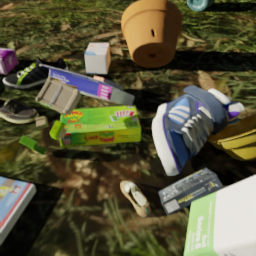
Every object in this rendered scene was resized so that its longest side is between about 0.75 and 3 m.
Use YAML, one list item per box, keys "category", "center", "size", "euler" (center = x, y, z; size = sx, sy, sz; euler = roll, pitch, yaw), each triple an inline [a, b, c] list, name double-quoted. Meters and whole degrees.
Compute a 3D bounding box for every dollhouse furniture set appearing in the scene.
- category: "dollhouse furniture set"
  center: [-1.896, -0.260, 6.961]
  size: [0.919, 0.710, 1.839]
  euler: [24, 76, 8]

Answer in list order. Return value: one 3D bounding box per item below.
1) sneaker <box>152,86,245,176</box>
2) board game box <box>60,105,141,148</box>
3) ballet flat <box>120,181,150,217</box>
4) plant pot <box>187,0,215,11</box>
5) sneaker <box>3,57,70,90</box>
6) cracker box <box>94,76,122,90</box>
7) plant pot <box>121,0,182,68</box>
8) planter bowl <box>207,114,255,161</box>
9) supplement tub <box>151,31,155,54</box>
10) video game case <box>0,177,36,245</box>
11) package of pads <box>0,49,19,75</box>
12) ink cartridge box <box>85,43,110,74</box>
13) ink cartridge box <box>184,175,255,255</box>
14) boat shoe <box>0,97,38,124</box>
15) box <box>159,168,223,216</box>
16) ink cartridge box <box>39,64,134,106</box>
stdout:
- category: "sneaker"
  center: [1.734, -0.114, 6.593]
  size: [2.037, 1.121, 2.782]
  euler: [-17, 24, 17]
- category: "board game box"
  center: [-0.783, -0.065, 7.783]
  size: [2.122, 0.505, 1.078]
  euler: [-4, 38, -5]
- category: "ballet flat"
  center: [0.159, 1.421, 5.996]
  size: [0.371, 0.344, 1.053]
  euler: [-20, 42, -25]
- category: "plant pot"
  center: [4.605, -8.346, 17.512]
  size: [1.971, 1.971, 1.852]
  euler: [19, 57, 23]
- category: "sneaker"
  center: [-3.260, -2.049, 9.961]
  size: [2.352, 0.974, 0.843]
  euler: [-13, 40, -17]
- category: "cracker box"
  center: [-0.686, -1.447, 9.255]
  size: [0.825, 0.238, 0.553]
  euler: [15, 6, -43]
- category: "plant pot"
  center: [0.909, -3.441, 10.758]
  size: [2.365, 2.365, 1.656]
  euler: [1, 69, 1]
- category: "planter bowl"
  center: [2.876, 0.278, 6.652]
  size: [1.826, 0.760, 1.826]
  euler: [-24, 3, 1]
- category: "supplement tub"
  center: [0.883, -3.449, 11.003]
  size: [0.895, 0.895, 1.461]
  euler: [-4, 32, -5]
- category: "video game case"
  center: [-3.740, 1.709, 5.693]
  size: [2.964, 0.259, 2.119]
  euler: [9, 39, 11]
- category: "package of pads"
  center: [-5.421, -2.647, 10.965]
  size: [1.855, 0.702, 1.118]
  euler: [7, 41, 10]
- category: "ink cartridge box"
  center: [-1.179, -2.789, 11.058]
  size: [0.823, 0.802, 1.281]
  euler: [2, 38, 2]
- category: "ink cartridge box"
  center: [2.303, 1.475, 3.684]
  size: [1.818, 2.499, 1.050]
  euler: [39, 42, -13]
- category: "boat shoe"
  center: [-3.531, -0.574, 8.393]
  size: [1.735, 0.562, 0.635]
  euler: [10, 39, 12]
- category: "box"
  center: [1.180, 1.217, 5.500]
  size: [1.148, 0.293, 0.905]
  euler: [-28, 0, 2]
- category: "ink cartridge box"
  center: [-1.179, -1.188, 8.327]
  size: [2.157, 0.476, 2.197]
  euler: [19, 4, 22]
